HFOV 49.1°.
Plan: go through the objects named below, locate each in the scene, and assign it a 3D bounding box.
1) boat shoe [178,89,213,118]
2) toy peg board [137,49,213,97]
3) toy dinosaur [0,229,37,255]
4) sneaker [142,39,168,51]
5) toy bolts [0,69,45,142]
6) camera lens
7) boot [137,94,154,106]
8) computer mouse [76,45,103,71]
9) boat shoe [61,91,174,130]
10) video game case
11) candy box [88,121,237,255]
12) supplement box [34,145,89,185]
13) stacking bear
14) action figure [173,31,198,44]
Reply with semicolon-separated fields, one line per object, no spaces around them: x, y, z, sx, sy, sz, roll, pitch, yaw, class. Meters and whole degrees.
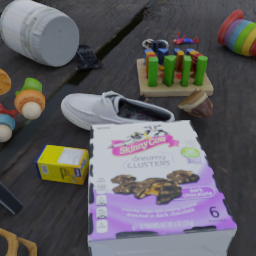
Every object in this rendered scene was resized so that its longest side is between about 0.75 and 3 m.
1.820;-0.559;7.301;0.719;0.718;1.994;-42;1;6;boat shoe
1.472;-2.088;9.140;2.237;1.094;2.228;-1;40;-2;toy peg board
-1.848;2.397;4.162;2.759;0.833;1.465;17;60;5;toy dinosaur
1.055;-3.261;11.103;1.083;0.425;0.430;20;37;39;sneaker
-2.948;-0.462;6.729;1.510;1.581;1.096;25;28;-39;toy bolts
-3.213;-3.422;10.099;2.413;1.930;1.930;29;47;29;camera lens
0.523;-0.732;8.188;0.309;0.401;0.827;-45;16;10;boot
-1.556;-2.544;10.326;0.965;0.367;1.393;-12;53;-18;computer mouse
-0.292;-0.390;6.873;2.932;1.005;1.056;22;53;12;boat shoe
-3.407;0.327;5.349;2.992;2.137;0.284;27;60;28;video game case
0.400;1.060;5.397;2.264;0.965;2.699;-4;40;-4;candy box
-1.400;0.791;6.055;1.000;0.548;0.544;6;40;9;supplement box
4.688;-3.294;10.592;1.292;1.380;2.273;-33;56;-26;stacking bear
2.394;-3.767;11.668;1.054;0.522;0.344;-8;40;-5;action figure
